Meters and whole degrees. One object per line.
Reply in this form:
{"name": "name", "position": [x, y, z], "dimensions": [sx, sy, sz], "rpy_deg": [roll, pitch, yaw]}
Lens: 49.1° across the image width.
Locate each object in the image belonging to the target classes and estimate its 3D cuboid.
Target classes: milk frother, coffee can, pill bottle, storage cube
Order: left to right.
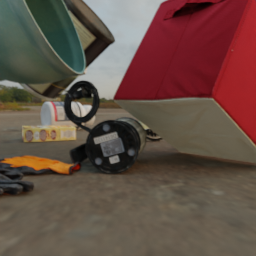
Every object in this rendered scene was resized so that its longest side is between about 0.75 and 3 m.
{"name": "coffee can", "position": [-1.868, -2.214, 7.743], "dimensions": [2.489, 1.822, 1.822], "rpy_deg": [-40, -9, 18]}
{"name": "pill bottle", "position": [-2.912, -0.563, 13.729], "dimensions": [2.347, 1.403, 1.403], "rpy_deg": [-3, 5, -37]}
{"name": "milk frother", "position": [-0.415, -0.064, 5.635], "dimensions": [1.488, 1.649, 1.551], "rpy_deg": [1, 4, 8]}
{"name": "storage cube", "position": [1.821, -1.032, 5.963], "dimensions": [2.992, 2.689, 2.557], "rpy_deg": [37, -19, -35]}

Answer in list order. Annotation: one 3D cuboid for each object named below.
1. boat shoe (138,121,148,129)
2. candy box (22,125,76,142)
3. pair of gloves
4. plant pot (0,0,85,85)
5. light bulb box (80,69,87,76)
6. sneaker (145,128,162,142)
{"name": "boat shoe", "position": [1.409, -0.315, 13.999], "dimensions": [2.168, 0.680, 0.795], "rpy_deg": [-12, 8, -40]}
{"name": "candy box", "position": [-2.819, 0.184, 9.934], "dimensions": [1.743, 0.482, 1.006], "rpy_deg": [-1, 6, -23]}
{"name": "pair of gloves", "position": [-1.947, 0.726, 4.640], "dimensions": [1.785, 0.248, 2.003], "rpy_deg": [2, 5, 17]}
{"name": "plant pot", "position": [-2.178, -1.889, 5.411], "dimensions": [1.709, 2.550, 2.550], "rpy_deg": [-22, 0, 10]}
{"name": "light bulb box", "position": [-2.174, -2.911, 10.339], "dimensions": [0.979, 1.569, 1.555], "rpy_deg": [-11, -43, 21]}
{"name": "sneaker", "position": [0.583, 0.219, 9.613], "dimensions": [1.335, 0.492, 0.534], "rpy_deg": [0, 3, -1]}
